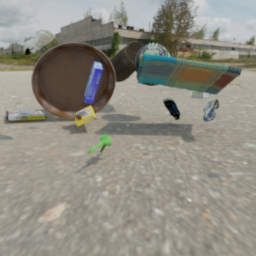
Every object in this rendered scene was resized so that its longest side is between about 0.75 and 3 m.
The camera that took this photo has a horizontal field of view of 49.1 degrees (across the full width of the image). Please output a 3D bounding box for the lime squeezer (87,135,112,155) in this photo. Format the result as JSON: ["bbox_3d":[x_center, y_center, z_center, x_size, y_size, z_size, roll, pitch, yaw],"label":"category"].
[{"bbox_3d":[-0.562,0.403,6.389,0.271,0.507,1.436,28,-2,5],"label":"lime squeezer"}]

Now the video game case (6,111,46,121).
[{"bbox_3d":[-4.048,-0.505,11.024,1.382,0.195,1.530,-3,11,-24],"label":"video game case"}]

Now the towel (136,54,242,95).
[{"bbox_3d":[1.660,-1.560,8.511,2.817,0.306,2.066,9,-9,0],"label":"towel"}]

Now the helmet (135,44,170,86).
[{"bbox_3d":[0.886,-2.309,10.052,1.424,1.358,1.424,-1,26,1],"label":"helmet"}]

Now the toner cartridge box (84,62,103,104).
[{"bbox_3d":[-1.099,-1.399,8.757,0.259,1.199,0.570,11,29,-18],"label":"toner cartridge box"}]

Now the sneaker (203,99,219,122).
[{"bbox_3d":[2.296,-0.465,7.979,0.361,0.326,0.846,-7,36,48],"label":"sneaker"}]

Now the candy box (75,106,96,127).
[{"bbox_3d":[-1.440,-0.406,9.275,0.648,0.167,1.267,-25,20,-5],"label":"candy box"}]

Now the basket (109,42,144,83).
[{"bbox_3d":[-0.013,-2.841,11.911,1.580,1.192,1.753,-41,9,-26],"label":"basket"}]

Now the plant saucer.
[{"bbox_3d":[-1.920,-1.664,10.051,2.945,2.945,0.507,-4,34,-14],"label":"plant saucer"}]

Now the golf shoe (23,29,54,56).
[{"bbox_3d":[-2.224,-2.075,6.957,1.035,0.503,0.405,-10,-25,38],"label":"golf shoe"}]

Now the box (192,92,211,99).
[{"bbox_3d":[4.414,-2.020,16.728,0.720,0.371,1.234,12,19,39],"label":"box"}]

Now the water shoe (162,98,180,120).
[{"bbox_3d":[1.561,-0.652,9.790,0.369,1.031,0.407,-25,45,29],"label":"water shoe"}]
